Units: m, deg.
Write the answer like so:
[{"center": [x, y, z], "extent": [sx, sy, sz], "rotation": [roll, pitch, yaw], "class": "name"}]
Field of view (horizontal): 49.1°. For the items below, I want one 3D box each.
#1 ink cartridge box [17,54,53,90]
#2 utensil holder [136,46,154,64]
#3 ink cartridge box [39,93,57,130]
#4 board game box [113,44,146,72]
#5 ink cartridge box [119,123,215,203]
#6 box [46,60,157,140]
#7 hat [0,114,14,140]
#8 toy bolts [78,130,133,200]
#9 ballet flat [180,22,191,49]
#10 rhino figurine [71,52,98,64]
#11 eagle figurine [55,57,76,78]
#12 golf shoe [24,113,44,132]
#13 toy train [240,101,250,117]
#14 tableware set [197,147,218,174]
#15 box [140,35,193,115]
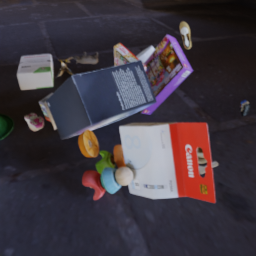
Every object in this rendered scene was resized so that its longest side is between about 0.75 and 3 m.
[{"center": [-4.565, -2.834, 13.988], "extent": [1.560, 0.900, 2.135], "rotation": [-7, 36, -9], "class": "ink cartridge box"}, {"center": [1.072, -2.876, 13.143], "extent": [1.276, 1.501, 1.276], "rotation": [-34, 16, 11], "class": "utensil holder"}, {"center": [-2.831, -0.606, 10.561], "extent": [0.312, 1.240, 0.676], "rotation": [19, 47, 32], "class": "ink cartridge box"}, {"center": [0.039, -2.276, 10.484], "extent": [0.344, 1.127, 1.487], "rotation": [-34, 65, -20], "class": "board game box"}, {"center": [0.894, 0.868, 7.115], "extent": [0.582, 1.970, 2.460], "rotation": [-16, 11, -42], "class": "ink cartridge box"}, {"center": [-0.985, -0.881, 9.530], "extent": [2.633, 1.636, 2.655], "rotation": [-21, 0, -34], "class": "box"}, {"center": [-5.559, -0.675, 9.943], "extent": [2.386, 2.100, 1.976], "rotation": [-16, 41, -20], "class": "hat"}, {"center": [-0.504, 0.923, 8.009], "extent": [1.319, 1.816, 1.901], "rotation": [-18, 34, 19], "class": "toy bolts"}, {"center": [2.191, -3.483, 10.589], "extent": [0.354, 1.033, 0.326], "rotation": [-13, 23, 20], "class": "ballet flat"}, {"center": [-1.883, -3.019, 12.253], "extent": [1.218, 0.364, 0.533], "rotation": [-5, 62, -15], "class": "rhino figurine"}, {"center": [-3.308, -3.048, 14.549], "extent": [0.979, 0.973, 1.290], "rotation": [-29, 63, 28], "class": "eagle figurine"}, {"center": [-3.375, -0.121, 10.289], "extent": [0.505, 0.614, 1.342], "rotation": [-23, 28, -25], "class": "golf shoe"}, {"center": [3.335, -0.567, 8.031], "extent": [0.201, 1.181, 0.271], "rotation": [-28, 73, 12], "class": "toy train"}, {"center": [1.644, 0.723, 8.657], "extent": [2.601, 0.521, 1.719], "rotation": [-14, 48, -41], "class": "tableware set"}, {"center": [1.179, -2.036, 11.086], "extent": [0.520, 2.660, 1.820], "rotation": [9, 49, -35], "class": "box"}]
